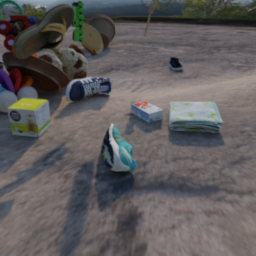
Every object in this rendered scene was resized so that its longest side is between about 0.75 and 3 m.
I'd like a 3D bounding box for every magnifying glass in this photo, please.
[{"bbox_3d":[-3.789,-3.428,9.797,0.808,2.031,0.227,-34,30,-18],"label":"magnifying glass"}]

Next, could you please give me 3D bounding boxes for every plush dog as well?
[{"bbox_3d":[-3.043,-2.885,12.822,2.485,2.321,2.893,4,52,-23],"label":"plush dog"}]

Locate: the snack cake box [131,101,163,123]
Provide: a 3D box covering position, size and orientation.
[{"bbox_3d":[0.622,-0.550,9.382,0.581,0.340,1.011,-17,31,-28],"label":"snack cake box"}]

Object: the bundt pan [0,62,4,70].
[{"bbox_3d":[-6.936,-2.988,14.170,1.301,0.488,1.301,1,26,0],"label":"bundt pan"}]

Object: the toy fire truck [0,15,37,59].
[{"bbox_3d":[-3.447,-3.030,9.127,1.213,1.444,0.810,-26,-8,-4],"label":"toy fire truck"}]

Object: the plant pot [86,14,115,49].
[{"bbox_3d":[-2.036,-6.679,20.152,2.279,2.279,1.987,-1,45,-3],"label":"plant pot"}]

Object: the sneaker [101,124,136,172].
[{"bbox_3d":[-0.256,0.530,7.062,0.719,0.699,1.805,13,27,-19],"label":"sneaker"}]

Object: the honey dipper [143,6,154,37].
[{"bbox_3d":[0.954,-5.017,13.204,0.262,1.379,0.262,13,16,-4],"label":"honey dipper"}]

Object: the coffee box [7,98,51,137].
[{"bbox_3d":[-2.909,-0.324,8.331,0.865,0.856,0.866,5,27,10],"label":"coffee box"}]

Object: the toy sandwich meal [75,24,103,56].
[{"bbox_3d":[-1.431,-3.179,10.071,1.242,1.242,0.425,-31,-2,-46],"label":"toy sandwich meal"}]

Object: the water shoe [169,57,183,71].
[{"bbox_3d":[2.534,-3.462,15.053,0.498,0.550,1.393,-7,27,-14],"label":"water shoe"}]

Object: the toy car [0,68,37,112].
[{"bbox_3d":[-4.243,-1.439,10.043,1.802,1.351,1.577,-22,34,-38],"label":"toy car"}]

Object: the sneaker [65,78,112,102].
[{"bbox_3d":[-1.424,-1.504,10.852,1.179,0.761,2.172,9,25,21],"label":"sneaker"}]

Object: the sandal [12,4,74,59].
[{"bbox_3d":[-1.289,-1.520,4.582,0.367,0.546,1.359,30,56,12],"label":"sandal"}]

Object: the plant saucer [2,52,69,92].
[{"bbox_3d":[-3.621,-2.050,10.876,2.627,0.452,2.627,15,-14,4],"label":"plant saucer"}]

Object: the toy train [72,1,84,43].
[{"bbox_3d":[-1.617,-3.401,8.963,0.370,1.312,0.274,-2,5,-24],"label":"toy train"}]

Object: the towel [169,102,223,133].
[{"bbox_3d":[2.097,-0.415,8.999,1.569,0.441,1.832,4,26,6],"label":"towel"}]
